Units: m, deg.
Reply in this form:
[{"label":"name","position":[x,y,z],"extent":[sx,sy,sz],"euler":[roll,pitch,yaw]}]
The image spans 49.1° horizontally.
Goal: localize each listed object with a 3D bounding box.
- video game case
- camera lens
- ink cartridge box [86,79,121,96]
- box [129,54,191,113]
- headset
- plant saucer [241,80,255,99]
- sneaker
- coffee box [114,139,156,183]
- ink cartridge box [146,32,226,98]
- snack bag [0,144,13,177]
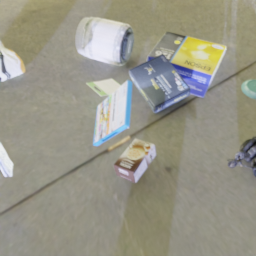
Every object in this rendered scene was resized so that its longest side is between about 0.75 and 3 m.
[{"label":"video game case","position":[-0.418,-0.316,7.033],"extent":[0.148,1.657,1.186],"euler":[17,63,-28]},{"label":"camera lens","position":[-0.894,-3.544,11.480],"extent":[2.067,1.654,1.654],"euler":[17,54,13]},{"label":"ink cartridge box","position":[-0.794,-1.395,10.296],"extent":[1.291,0.310,0.940],"euler":[-20,50,-39]},{"label":"box","position":[1.153,-1.690,10.484],"extent":[1.543,0.499,1.956],"euler":[-27,64,-8]},{"label":"headset","position":[3.995,0.837,8.452],"extent":[2.293,1.077,1.416],"euler":[-9,51,-21]},{"label":"plant saucer","position":[4.967,-1.546,10.870],"extent":[1.068,0.192,1.068],"euler":[0,52,0]},{"label":"sneaker","position":[-5.514,-2.893,11.369],"extent":[2.816,1.065,1.234],"euler":[35,60,25]},{"label":"coffee box","position":[0.219,0.950,8.311],"extent":[0.698,0.487,1.221],"euler":[16,46,29]},{"label":"ink cartridge box","position":[2.286,-2.756,11.552],"extent":[2.749,0.654,2.782],"euler":[21,54,16]},{"label":"snack bag","position":[-3.512,0.252,7.233],"extent":[0.212,1.869,1.982],"euler":[-29,16,-18]}]
